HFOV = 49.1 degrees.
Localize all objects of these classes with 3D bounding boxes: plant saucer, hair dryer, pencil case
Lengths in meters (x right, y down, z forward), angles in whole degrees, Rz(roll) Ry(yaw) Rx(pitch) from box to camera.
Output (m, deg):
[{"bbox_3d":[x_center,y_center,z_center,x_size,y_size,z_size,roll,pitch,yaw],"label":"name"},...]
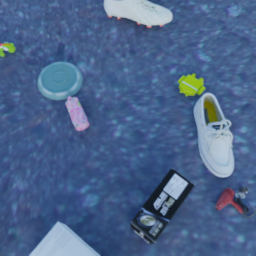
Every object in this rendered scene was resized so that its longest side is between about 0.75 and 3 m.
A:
[{"bbox_3d":[-2.262,-1.607,9.231,1.492,0.204,1.492,0,66,0],"label":"plant saucer"},{"bbox_3d":[2.851,2.017,7.536,1.071,0.291,0.816,-7,67,-2],"label":"hair dryer"},{"bbox_3d":[-1.568,-0.439,8.555,0.468,0.468,1.070,-22,69,-9],"label":"pencil case"}]

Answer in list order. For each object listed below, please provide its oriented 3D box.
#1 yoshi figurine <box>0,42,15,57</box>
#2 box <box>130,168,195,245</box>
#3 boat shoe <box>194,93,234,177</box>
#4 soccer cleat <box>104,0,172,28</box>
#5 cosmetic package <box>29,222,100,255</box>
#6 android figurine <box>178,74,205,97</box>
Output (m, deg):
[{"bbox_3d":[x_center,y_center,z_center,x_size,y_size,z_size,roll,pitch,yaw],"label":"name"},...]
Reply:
[{"bbox_3d":[-4.282,-2.741,9.699,0.855,0.481,0.479,0,24,15],"label":"yoshi figurine"},{"bbox_3d":[0.812,1.981,6.970,0.708,1.345,1.643,36,71,15],"label":"box"},{"bbox_3d":[2.525,0.097,7.975,0.920,1.062,2.492,-4,66,-2],"label":"boat shoe"},{"bbox_3d":[0.336,-4.266,9.919,2.530,0.981,0.877,14,55,8],"label":"soccer cleat"},{"bbox_3d":[-1.219,3.363,6.630,2.080,0.844,1.173,38,71,14],"label":"cosmetic package"},{"bbox_3d":[2.031,-1.375,9.064,0.866,0.195,0.952,33,61,17],"label":"android figurine"}]
